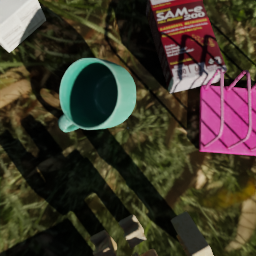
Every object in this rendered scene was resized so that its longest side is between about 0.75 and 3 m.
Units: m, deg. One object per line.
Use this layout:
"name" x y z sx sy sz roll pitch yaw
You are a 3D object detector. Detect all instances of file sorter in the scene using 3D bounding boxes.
"file sorter" 3.537 -0.379 7.460 2.834 1.777 1.969 4 76 1

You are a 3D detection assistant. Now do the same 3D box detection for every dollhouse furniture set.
"dollhouse furniture set" 0.701 3.331 6.550 2.501 1.628 2.298 -29 36 -2

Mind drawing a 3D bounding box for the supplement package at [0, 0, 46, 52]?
"supplement package" -3.973 -3.757 8.573 2.118 1.174 1.650 42 80 10

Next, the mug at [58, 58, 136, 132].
"mug" -0.875 -0.883 7.710 2.227 1.377 1.830 -5 92 28

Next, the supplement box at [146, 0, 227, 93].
"supplement box" 1.662 -2.691 8.466 1.599 0.895 2.938 -14 76 -3
